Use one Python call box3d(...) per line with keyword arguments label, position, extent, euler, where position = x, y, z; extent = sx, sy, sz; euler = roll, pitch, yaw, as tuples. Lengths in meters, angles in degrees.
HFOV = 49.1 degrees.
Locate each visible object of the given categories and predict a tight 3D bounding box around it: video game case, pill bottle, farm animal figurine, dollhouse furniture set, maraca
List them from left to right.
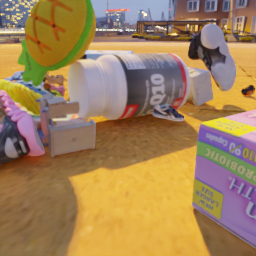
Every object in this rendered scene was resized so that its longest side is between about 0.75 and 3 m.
box3d(label="farm animal figurine", position=(-3.324, -1.686, 10.331), extent=(1.917, 1.011, 1.938), euler=(3, 20, 8))
box3d(label="video game case", position=(-2.434, -0.417, 8.008), extent=(2.589, 0.226, 1.851), euler=(0, 20, 0))
box3d(label="maraca", position=(-1.753, -2.069, 6.494), extent=(1.370, 2.561, 1.756), euler=(17, 45, -51))
box3d(label="dollhouse furniture set", position=(-1.398, -0.279, 6.015), extent=(0.921, 1.332, 1.411), euler=(-11, 34, -28))
box3d(label="pill bottle", position=(0.032, -1.135, 7.633), extent=(2.994, 1.705, 1.705), euler=(-10, 22, -29))

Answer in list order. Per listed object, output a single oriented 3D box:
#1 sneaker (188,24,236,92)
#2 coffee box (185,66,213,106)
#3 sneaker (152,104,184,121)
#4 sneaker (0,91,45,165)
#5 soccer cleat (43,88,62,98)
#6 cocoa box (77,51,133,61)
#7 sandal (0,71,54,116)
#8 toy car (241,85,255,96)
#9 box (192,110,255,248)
box3d(label="sneaker", position=(2.874, -2.364, 9.768), extent=(0.866, 2.295, 1.306), euler=(-26, 13, -17))
box3d(label="coffee box", position=(2.024, -1.536, 9.722), extent=(0.722, 1.036, 1.812), euler=(-24, 28, -17))
box3d(label="sneaker", position=(1.088, -0.406, 7.276), extent=(0.853, 0.339, 0.334), euler=(10, 23, -8))
box3d(label="sneaker", position=(-2.808, 0.035, 5.842), extent=(1.305, 1.081, 2.737), euler=(-31, 31, -24))
box3d(label="soccer cleat", position=(-2.513, -0.990, 9.111), extent=(0.476, 0.368, 1.139), euler=(-38, -16, 12))
box3d(label="cocoa box", position=(-0.995, -2.296, 11.248), extent=(2.316, 1.520, 1.545), euler=(2, 20, 7))
box3d(label="sandal", position=(-2.733, -1.070, 7.721), extent=(2.299, 0.914, 1.001), euler=(23, 51, 32))
box3d(label="toy car", position=(4.588, -1.172, 10.211), extent=(0.340, 0.502, 1.023), euler=(38, 19, -34))
box3d(label="box", position=(2.660, 0.604, 3.618), extent=(2.700, 1.305, 2.375), euler=(-14, 24, -31))
